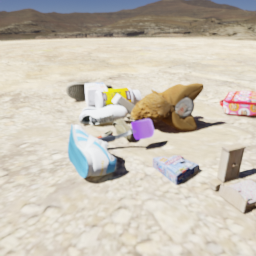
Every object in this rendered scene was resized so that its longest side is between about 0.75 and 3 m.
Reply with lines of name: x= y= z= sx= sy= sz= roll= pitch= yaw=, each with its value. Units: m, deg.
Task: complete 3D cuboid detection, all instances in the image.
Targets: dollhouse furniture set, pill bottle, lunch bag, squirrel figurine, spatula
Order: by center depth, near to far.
dollhouse furniture set: x=2.930 y=1.280 z=6.508 sx=1.125 sy=0.961 sz=2.170 roll=-9 pitch=24 yaw=-26
spatula: x=-0.272 y=0.263 z=8.991 sx=2.276 sy=0.643 sz=0.234 roll=-16 pitch=-16 yaw=-2
squirrel figurine: x=1.287 y=-0.934 z=11.001 sx=2.526 sy=1.788 sz=2.358 roll=-6 pitch=17 yaw=-22
pill bottle: x=-0.441 y=-1.223 z=12.414 sx=1.932 sy=1.056 sz=1.056 roll=-9 pitch=24 yaw=-18
lunch bag: x=5.043 y=-1.134 z=12.661 sx=1.729 sy=0.804 sz=1.963 roll=6 pitch=22 yaw=26

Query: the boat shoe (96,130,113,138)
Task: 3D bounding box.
boat shoe: x=-0.857 y=0.275 z=9.905 sx=0.764 sy=0.239 sz=0.272 roll=-18 pitch=31 yaw=-35

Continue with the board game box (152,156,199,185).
board game box: x=1.267 y=1.061 z=7.882 sx=1.066 sy=0.329 sz=1.065 roll=-22 pitch=32 yaw=-39

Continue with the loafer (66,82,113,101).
loafer: x=-2.017 y=-1.909 z=14.369 sx=2.475 sy=0.936 sz=0.845 roll=-1 pitch=20 yaw=-27

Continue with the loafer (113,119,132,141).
loafer: x=-0.203 y=0.102 z=10.027 sx=0.456 sy=0.514 sz=1.352 roll=-15 pitch=26 yaw=-12

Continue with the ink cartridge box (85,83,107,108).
ink cartridge box: x=-1.515 y=-1.534 z=13.296 sx=0.959 sy=0.942 sz=1.302 roll=-5 pitch=23 yaw=-12

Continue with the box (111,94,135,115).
box: x=-0.053 y=-0.882 z=11.568 sx=1.222 sy=0.418 sz=0.502 roll=33 pitch=3 yaw=-27

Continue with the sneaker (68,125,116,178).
sneaker: x=-1.172 y=0.656 z=8.296 sx=0.998 sy=0.945 sz=2.471 roll=0 pitch=26 yaw=-27

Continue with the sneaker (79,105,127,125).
sneaker: x=-0.975 y=-0.420 z=11.079 sx=1.921 sy=0.734 sz=0.773 roll=-6 pitch=26 yaw=10
